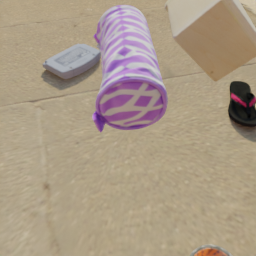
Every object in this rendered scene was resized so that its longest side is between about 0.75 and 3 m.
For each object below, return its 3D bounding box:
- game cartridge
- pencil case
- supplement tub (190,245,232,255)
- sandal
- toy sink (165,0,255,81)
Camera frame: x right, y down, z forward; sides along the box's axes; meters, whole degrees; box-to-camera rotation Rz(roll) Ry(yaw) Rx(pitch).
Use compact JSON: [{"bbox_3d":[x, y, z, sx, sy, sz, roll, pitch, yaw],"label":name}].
[{"bbox_3d":[-1.910,-2.382,9.932,1.241,0.377,1.861,28,51,30],"label":"game cartridge"},{"bbox_3d":[-0.033,-0.541,2.273,0.533,0.523,1.247,-15,43,7],"label":"pencil case"},{"bbox_3d":[0.906,1.556,3.006,0.528,0.861,0.528,-8,60,14],"label":"supplement tub"},{"bbox_3d":[3.378,-0.856,8.267,0.807,0.484,2.148,6,45,6],"label":"sandal"},{"bbox_3d":[0.846,-1.161,2.960,0.619,0.720,1.105,-33,38,32],"label":"toy sink"}]
